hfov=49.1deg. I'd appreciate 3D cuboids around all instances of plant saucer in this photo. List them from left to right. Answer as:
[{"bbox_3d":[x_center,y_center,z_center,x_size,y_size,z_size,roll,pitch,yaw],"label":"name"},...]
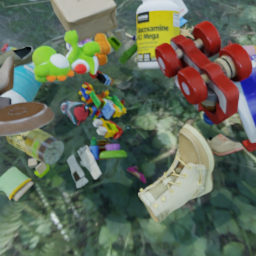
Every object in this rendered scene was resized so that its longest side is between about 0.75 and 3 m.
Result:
[{"bbox_3d":[-2.401,-0.265,6.148,1.501,0.259,1.501,-4,26,2],"label":"plant saucer"}]

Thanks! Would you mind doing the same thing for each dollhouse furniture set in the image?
[{"bbox_3d":[-3.472,1.314,9.456,1.077,0.832,2.155,32,62,20],"label":"dollhouse furniture set"},{"bbox_3d":[-0.714,-3.477,10.237,2.394,1.197,0.924,44,55,-4],"label":"dollhouse furniture set"},{"bbox_3d":[5.124,-2.339,11.679,1.474,1.114,2.740,-4,57,-3],"label":"dollhouse furniture set"}]

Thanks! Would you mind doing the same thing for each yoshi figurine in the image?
[{"bbox_3d":[-1.590,-1.894,7.344,2.093,1.176,1.172,-28,28,-27],"label":"yoshi figurine"}]

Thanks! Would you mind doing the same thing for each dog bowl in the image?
[{"bbox_3d":[3.686,-0.847,8.176,0.965,2.451,2.451,-19,53,25],"label":"dog bowl"}]

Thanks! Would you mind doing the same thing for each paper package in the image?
[{"bbox_3d":[-1.405,-3.786,8.928,1.646,0.893,1.726,-26,63,-11],"label":"paper package"}]

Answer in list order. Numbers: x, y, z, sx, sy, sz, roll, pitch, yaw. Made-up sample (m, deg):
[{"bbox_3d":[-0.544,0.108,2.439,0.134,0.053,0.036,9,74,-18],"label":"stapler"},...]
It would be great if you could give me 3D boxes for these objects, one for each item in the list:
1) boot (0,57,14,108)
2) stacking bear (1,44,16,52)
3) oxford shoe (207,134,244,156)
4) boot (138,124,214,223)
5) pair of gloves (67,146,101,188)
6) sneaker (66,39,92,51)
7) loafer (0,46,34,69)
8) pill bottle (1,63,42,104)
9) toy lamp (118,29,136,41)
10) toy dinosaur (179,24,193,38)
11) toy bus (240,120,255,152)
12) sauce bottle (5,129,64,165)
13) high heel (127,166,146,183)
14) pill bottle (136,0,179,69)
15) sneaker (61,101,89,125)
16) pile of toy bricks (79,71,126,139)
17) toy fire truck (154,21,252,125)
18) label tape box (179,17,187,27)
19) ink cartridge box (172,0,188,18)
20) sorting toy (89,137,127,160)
[{"bbox_3d":[-3.499,-1.032,6.886,1.225,0.588,1.675,1,69,-10],"label":"boot"},{"bbox_3d":[-5.235,-3.441,12.805,0.858,0.488,0.521,15,53,-2],"label":"stacking bear"},{"bbox_3d":[2.507,0.438,7.494,0.505,1.434,0.536,-12,89,-18],"label":"oxford shoe"},{"bbox_3d":[1.120,1.234,6.989,1.911,2.459,0.895,-29,44,-12],"label":"boot"},{"bbox_3d":[-1.185,1.012,7.243,0.183,1.044,0.888,-12,72,-51],"label":"pair of gloves"},{"bbox_3d":[-1.975,-3.839,12.815,1.997,0.883,0.803,21,58,12],"label":"sneaker"},{"bbox_3d":[-3.705,-2.188,8.743,0.659,0.610,1.751,48,52,6],"label":"loafer"},{"bbox_3d":[-4.365,-1.461,10.900,1.451,1.451,2.619,11,57,7],"label":"pill bottle"},{"bbox_3d":[-0.101,-4.558,13.645,0.971,0.283,0.283,28,61,18],"label":"toy lamp"},{"bbox_3d":[2.909,-4.699,13.767,0.647,0.372,1.279,-44,61,-7],"label":"toy dinosaur"},{"bbox_3d":[5.299,-0.366,10.240,2.642,1.365,2.493,8,57,5],"label":"toy bus"},{"bbox_3d":[-2.815,0.256,7.630,2.303,0.745,0.745,21,59,27],"label":"sauce bottle"},{"bbox_3d":[0.280,1.639,9.581,0.375,0.263,0.780,-19,43,-23],"label":"high heel"},{"bbox_3d":[1.013,-3.334,9.517,1.452,2.583,1.452,-2,12,1],"label":"pill bottle"},{"bbox_3d":[-1.446,-0.401,7.174,0.666,1.395,0.553,16,87,1],"label":"sneaker"},{"bbox_3d":[-0.722,-0.973,10.823,1.431,1.608,2.899,12,34,-40],"label":"pile of toy bricks"},{"bbox_3d":[2.044,-1.280,7.806,1.607,2.407,2.867,-29,53,-3],"label":"toy fire truck"},{"bbox_3d":[2.142,-5.712,14.277,1.490,0.493,1.068,38,65,24],"label":"label tape box"},{"bbox_3d":[1.461,-5.164,11.617,1.230,1.679,0.721,-38,23,9],"label":"ink cartridge box"},{"bbox_3d":[-0.627,0.539,7.492,0.849,1.413,0.580,0,82,-29],"label":"sorting toy"}]
